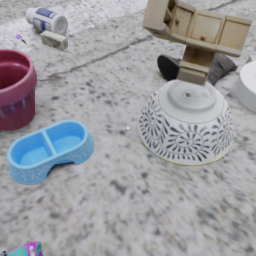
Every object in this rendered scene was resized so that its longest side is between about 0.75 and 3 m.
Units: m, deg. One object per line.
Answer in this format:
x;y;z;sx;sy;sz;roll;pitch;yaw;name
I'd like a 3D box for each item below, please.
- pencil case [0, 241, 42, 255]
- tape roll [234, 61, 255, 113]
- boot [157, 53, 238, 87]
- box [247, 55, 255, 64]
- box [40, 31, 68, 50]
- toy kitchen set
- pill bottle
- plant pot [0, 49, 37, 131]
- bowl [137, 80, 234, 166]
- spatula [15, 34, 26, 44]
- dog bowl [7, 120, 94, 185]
-1.769;3.156;5.304;0.813;0.883;1.910;2;41;-44;pencil case
4.684;-1.342;9.317;2.093;0.732;2.093;0;49;-1;tape roll
2.504;-2.286;10.151;2.439;0.845;2.124;35;56;14;boot
4.785;-2.348;10.479;0.357;0.297;0.870;0;49;0;box
-3.018;-3.582;11.462;1.090;0.448;0.373;22;53;20;box
1.354;-1.701;5.741;1.930;1.574;1.741;18;14;12;toy kitchen set
-3.518;-4.575;11.985;1.697;0.943;0.943;26;54;20;pill bottle
-3.643;-0.993;8.269;2.060;1.844;2.060;1;49;-1;plant pot
1.759;-0.521;8.163;2.995;1.406;2.995;0;50;0;bowl
-4.513;-3.757;11.851;0.217;0.079;0.768;-35;58;-25;spatula
-2.131;0.571;7.742;2.432;0.603;1.356;-23;53;-20;dog bowl
